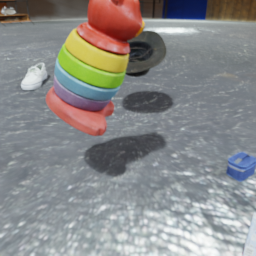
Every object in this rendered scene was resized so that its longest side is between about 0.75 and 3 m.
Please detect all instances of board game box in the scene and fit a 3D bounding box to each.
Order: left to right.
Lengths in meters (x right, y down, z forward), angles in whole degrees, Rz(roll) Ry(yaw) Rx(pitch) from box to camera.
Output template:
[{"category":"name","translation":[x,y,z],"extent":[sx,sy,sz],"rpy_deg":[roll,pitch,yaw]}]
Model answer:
[{"category":"board game box","translation":[2.880,2.287,5.198],"extent":[1.293,0.267,1.297],"rpy_deg":[16,31,28]}]

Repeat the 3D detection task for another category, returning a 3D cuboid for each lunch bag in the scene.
[{"category":"lunch bag","translation":[3.059,0.985,7.491],"extent":[0.810,0.536,0.550],"rpy_deg":[-21,33,-34]}]

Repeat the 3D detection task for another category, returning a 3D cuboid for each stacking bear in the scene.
[{"category":"stacking bear","translation":[-0.611,-1.542,5.972],"extent":[1.607,2.826,1.716],"rpy_deg":[25,28,-5]}]

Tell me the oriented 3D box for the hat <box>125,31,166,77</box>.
[{"category":"hat","translation":[0.331,-2.586,10.495],"extent":[2.451,0.989,2.451],"rpy_deg":[-5,52,7]}]

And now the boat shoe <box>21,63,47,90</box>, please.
[{"category":"boat shoe","translation":[-4.903,-2.717,14.478],"extent":[0.956,0.867,2.598],"rpy_deg":[-1,27,-2]}]
